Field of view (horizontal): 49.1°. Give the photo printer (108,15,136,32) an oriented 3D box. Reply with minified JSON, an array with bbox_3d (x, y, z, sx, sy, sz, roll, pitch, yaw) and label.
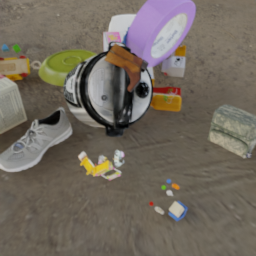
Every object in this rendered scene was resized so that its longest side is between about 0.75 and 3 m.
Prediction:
[{"bbox_3d":[0.230,-4.311,13.212,2.385,0.996,2.867,3,53,3],"label":"photo printer"}]

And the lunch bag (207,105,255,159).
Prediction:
[{"bbox_3d":[2.834,0.120,7.481,1.261,1.058,0.879,28,35,29],"label":"lunch bag"}]

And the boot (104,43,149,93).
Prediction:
[{"bbox_3d":[-0.103,-1.351,6.300,0.940,0.322,0.885,28,80,-8],"label":"boot"}]

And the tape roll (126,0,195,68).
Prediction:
[{"bbox_3d":[1.051,-3.147,9.016,0.788,2.402,2.402,44,54,16],"label":"tape roll"}]

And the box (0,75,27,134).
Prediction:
[{"bbox_3d":[-4.546,-0.511,8.634,1.226,1.439,2.251,30,48,31],"label":"box"}]

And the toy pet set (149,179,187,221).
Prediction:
[{"bbox_3d":[1.030,1.771,6.627,0.726,0.413,0.778,34,77,35],"label":"toy pet set"}]

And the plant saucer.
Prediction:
[{"bbox_3d":[-2.401,-2.750,12.182,2.964,0.460,2.964,1,39,0],"label":"plant saucer"}]

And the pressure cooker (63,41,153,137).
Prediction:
[{"bbox_3d":[-0.515,-1.095,8.049,2.234,2.200,2.501,-45,22,-18],"label":"pressure cooker"}]

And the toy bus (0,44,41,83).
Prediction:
[{"bbox_3d":[-4.586,-2.359,11.376,1.684,0.870,1.589,38,78,-2],"label":"toy bus"}]

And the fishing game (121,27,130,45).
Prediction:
[{"bbox_3d":[-0.035,-2.892,8.849,0.187,1.200,0.859,28,6,8],"label":"fishing game"}]

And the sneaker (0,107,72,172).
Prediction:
[{"bbox_3d":[-2.704,0.241,8.031,0.934,1.024,2.498,21,44,24],"label":"sneaker"}]

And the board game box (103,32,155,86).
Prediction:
[{"bbox_3d":[-0.020,-2.814,11.373,1.968,0.519,2.572,-2,63,-1],"label":"board game box"}]

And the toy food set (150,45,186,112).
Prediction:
[{"bbox_3d":[1.286,-1.694,10.004,1.292,1.371,2.871,6,63,8],"label":"toy food set"}]

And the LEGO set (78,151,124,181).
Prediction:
[{"bbox_3d":[-0.708,1.024,7.356,1.546,0.575,0.711,-7,58,40],"label":"LEGO set"}]
